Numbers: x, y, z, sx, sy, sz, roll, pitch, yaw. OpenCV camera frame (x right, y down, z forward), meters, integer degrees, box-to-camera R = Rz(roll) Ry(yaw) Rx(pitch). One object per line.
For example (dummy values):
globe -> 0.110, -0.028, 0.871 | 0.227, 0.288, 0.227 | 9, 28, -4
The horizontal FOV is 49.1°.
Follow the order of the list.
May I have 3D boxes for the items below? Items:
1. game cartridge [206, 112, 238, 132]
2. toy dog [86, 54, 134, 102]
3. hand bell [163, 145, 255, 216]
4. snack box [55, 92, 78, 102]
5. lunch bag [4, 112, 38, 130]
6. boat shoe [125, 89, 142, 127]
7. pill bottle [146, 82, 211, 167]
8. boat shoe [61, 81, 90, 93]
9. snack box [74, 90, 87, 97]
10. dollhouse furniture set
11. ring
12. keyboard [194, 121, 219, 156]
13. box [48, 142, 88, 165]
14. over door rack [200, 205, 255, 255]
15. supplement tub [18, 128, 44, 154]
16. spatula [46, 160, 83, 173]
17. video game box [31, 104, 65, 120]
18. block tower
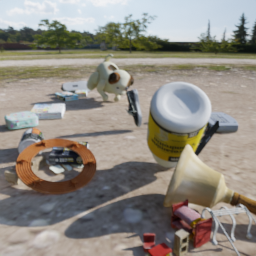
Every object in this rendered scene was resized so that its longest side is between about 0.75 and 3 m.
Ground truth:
game cartridge -> 3.793, -0.257, 11.705 | 1.238, 0.386, 1.859 | 3, 19, -3
toy dog -> -0.755, -2.608, 15.317 | 1.782, 2.477, 2.555 | 16, 11, -36
hand bell -> 2.308, 1.501, 5.797 | 2.807, 1.461, 1.461 | 20, 25, 18
snack box -> -3.613, -1.851, 16.398 | 0.816, 0.260, 1.404 | -15, 24, -36
lunch bag -> -4.414, -0.286, 11.542 | 1.264, 0.487, 1.014 | -12, 25, -31
boat shoe -> 0.186, -0.720, 10.878 | 0.515, 1.507, 0.556 | -13, 22, -14
pill bottle -> 1.197, 0.084, 7.322 | 1.398, 2.495, 1.398 | 0, 59, 1
boat shoe -> -3.280, -2.596, 17.878 | 2.087, 0.716, 0.591 | -4, -4, -32
snack box -> -2.880, -2.113, 17.147 | 0.704, 0.262, 0.991 | -1, 19, -4
dollhouse furniture set -> 0.823, 1.899, 5.137 | 1.349, 0.549, 0.726 | -12, 22, -31
ring -> -1.900, 0.913, 7.544 | 2.119, 0.203, 2.119 | 9, 34, -6
keyboard -> 2.414, 0.281, 8.649 | 0.129, 1.249, 0.794 | 34, -8, 29
box -> -1.800, 0.755, 8.671 | 1.066, 0.325, 1.322 | 0, 16, -3
over door rack -> 2.034, 1.977, 4.881 | 1.044, 0.471, 1.413 | 4, 29, -30
supplement tub -> -3.096, 0.462, 9.020 | 0.724, 0.724, 1.181 | -4, 19, -11
spatula -> -2.020, 1.025, 8.358 | 0.905, 0.105, 1.302 | -14, 24, -36
video game box -> -3.754, -0.776, 13.151 | 1.420, 0.365, 1.559 | 0, 19, -7
block tower -> -2.799, 1.105, 7.731 | 0.377, 0.352, 1.305 | 8, 20, 19
